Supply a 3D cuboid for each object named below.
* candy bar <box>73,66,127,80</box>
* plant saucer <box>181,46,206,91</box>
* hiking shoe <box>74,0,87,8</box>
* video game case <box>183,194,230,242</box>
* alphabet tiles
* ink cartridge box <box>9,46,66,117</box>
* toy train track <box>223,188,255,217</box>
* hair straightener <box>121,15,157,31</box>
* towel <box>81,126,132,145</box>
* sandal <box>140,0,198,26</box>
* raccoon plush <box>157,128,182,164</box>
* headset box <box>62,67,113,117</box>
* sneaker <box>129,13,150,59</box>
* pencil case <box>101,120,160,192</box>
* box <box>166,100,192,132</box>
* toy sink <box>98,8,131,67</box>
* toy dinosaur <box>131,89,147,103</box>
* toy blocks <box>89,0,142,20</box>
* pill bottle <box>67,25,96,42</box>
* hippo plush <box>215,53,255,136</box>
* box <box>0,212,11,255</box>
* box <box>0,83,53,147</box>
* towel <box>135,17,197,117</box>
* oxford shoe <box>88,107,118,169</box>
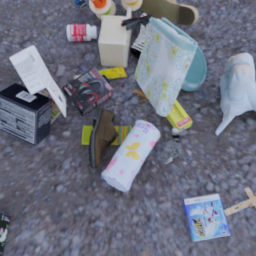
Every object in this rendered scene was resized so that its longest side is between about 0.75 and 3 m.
[{"bbox_3d":[-1.177,-2.099,11.400,2.185,0.242,0.545,-13,71,-7],"label":"candy bar"},{"bbox_3d":[2.337,-2.462,10.775,2.091,0.287,2.091,5,82,-33],"label":"plant saucer"},{"bbox_3d":[-2.147,-5.627,12.372,0.433,0.505,1.164,-38,33,-8],"label":"hiking shoe"},{"bbox_3d":[2.447,2.821,8.848,1.156,0.290,1.276,-9,65,-3],"label":"video game case"},{"bbox_3d":[-3.709,-0.766,10.823,2.116,0.080,1.769,31,67,14],"label":"alphabet tiles"},{"bbox_3d":[-2.843,-1.511,9.202,0.566,2.229,2.530,-28,22,-2],"label":"ink cartridge box"},{"bbox_3d":[3.819,2.454,9.064,1.564,0.254,0.897,-20,62,-9],"label":"toy train track"},{"bbox_3d":[0.556,-4.101,11.035,1.710,0.350,0.658,-24,62,-32],"label":"hair straightener"},{"bbox_3d":[-0.773,0.263,10.244,1.816,0.164,0.781,1,61,0],"label":"towel"},{"bbox_3d":[1.931,-5.403,12.661,3.103,1.138,1.021,32,46,28],"label":"sandal"},{"bbox_3d":[1.331,0.649,9.498,0.791,0.571,1.180,-15,98,-40],"label":"raccoon plush"},{"bbox_3d":[-1.454,-1.440,10.718,1.663,0.624,1.236,-36,79,-14],"label":"headset box"},{"bbox_3d":[0.552,-3.892,11.887,1.460,0.957,2.537,-31,43,12],"label":"sneaker"},{"bbox_3d":[0.121,0.913,9.339,1.011,1.104,2.433,30,70,8],"label":"pencil case"},{"bbox_3d":[1.668,-0.656,10.558,0.634,0.422,1.684,-26,66,-10],"label":"box"},{"bbox_3d":[-0.544,-3.795,11.655,1.175,1.367,2.097,5,64,3],"label":"toy sink"},{"bbox_3d":[0.658,-1.288,10.927,1.090,0.329,0.579,11,71,-2],"label":"toy dinosaur"},{"bbox_3d":[-0.618,-5.556,11.554,2.308,2.769,1.005,-17,91,7],"label":"toy blocks"},{"bbox_3d":[-2.008,-4.135,12.203,1.233,0.692,0.692,-2,63,-1],"label":"pill bottle"},{"bbox_3d":[4.559,-1.267,9.867,2.266,2.245,2.819,10,63,6],"label":"hippo plush"},{"bbox_3d":[-4.218,3.181,8.408,0.910,0.762,1.226,2,63,1],"label":"box"},{"bbox_3d":[-3.542,-0.459,9.614,1.573,1.560,0.969,24,37,8],"label":"box"},{"bbox_3d":[1.165,-2.228,9.750,0.717,2.548,2.977,1,35,-20],"label":"towel"},{"bbox_3d":[-0.835,0.338,9.668,0.979,0.843,2.320,10,63,-4],"label":"oxford shoe"}]
